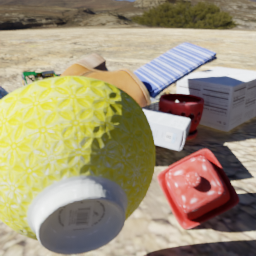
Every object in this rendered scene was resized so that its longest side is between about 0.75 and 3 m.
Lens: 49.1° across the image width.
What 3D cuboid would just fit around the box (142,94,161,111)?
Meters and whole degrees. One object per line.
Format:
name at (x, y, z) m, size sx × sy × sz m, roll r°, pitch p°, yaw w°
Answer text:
box at (0.639, -0.934, 10.316) m, size 1.643 × 0.403 × 1.324 m, roll -17°, pitch 25°, yaw -35°

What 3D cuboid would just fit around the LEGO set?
LEGO set at (-3.640, -1.646, 11.731) m, size 1.804 × 1.045 × 1.387 m, roll -20°, pitch 60°, yaw -32°

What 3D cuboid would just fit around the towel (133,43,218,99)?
towel at (1.168, -1.662, 7.792) m, size 2.145 × 0.256 × 1.553 m, roll -31°, pitch 37°, yaw -8°

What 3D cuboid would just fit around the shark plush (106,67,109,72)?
shark plush at (-0.643, -1.681, 11.114) m, size 1.148 × 1.252 × 2.755 m, roll 3°, pitch 26°, yaw 6°

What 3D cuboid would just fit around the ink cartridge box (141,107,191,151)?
ink cartridge box at (0.308, -0.124, 6.707) m, size 2.247 × 0.531 × 1.798 m, roll 13°, pitch 13°, yaw 14°

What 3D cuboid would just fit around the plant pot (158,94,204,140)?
plant pot at (1.488, -0.326, 8.047) m, size 1.262 × 1.149 × 1.262 m, roll 1°, pitch 21°, yaw 0°

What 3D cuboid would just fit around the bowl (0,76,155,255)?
bowl at (-0.556, 0.610, 2.947) m, size 2.038 × 2.038 × 1.097 m, roll -6°, pitch 37°, yaw -14°

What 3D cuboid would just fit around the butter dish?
butter dish at (1.125, 0.954, 4.730) m, size 1.148 × 0.848 × 1.145 m, roll -28°, pitch 62°, yaw 5°

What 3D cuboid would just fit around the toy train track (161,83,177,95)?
toy train track at (1.324, -1.596, 11.910) m, size 1.485 × 0.421 × 2.589 m, roll -36°, pitch 32°, yaw -25°

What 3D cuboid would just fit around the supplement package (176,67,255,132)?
supplement package at (3.153, -1.088, 9.411) m, size 2.548 × 1.413 × 1.984 m, roll -19°, pitch 28°, yaw -39°

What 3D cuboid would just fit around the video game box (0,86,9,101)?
video game box at (-5.050, -1.367, 8.688) m, size 0.659 × 2.815 × 2.564 m, roll -42°, pitch 21°, yaw 9°

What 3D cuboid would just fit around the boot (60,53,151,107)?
boot at (-0.906, -0.856, 7.395) m, size 2.654 × 1.018 × 2.061 m, roll 38°, pitch 67°, yaw 24°
